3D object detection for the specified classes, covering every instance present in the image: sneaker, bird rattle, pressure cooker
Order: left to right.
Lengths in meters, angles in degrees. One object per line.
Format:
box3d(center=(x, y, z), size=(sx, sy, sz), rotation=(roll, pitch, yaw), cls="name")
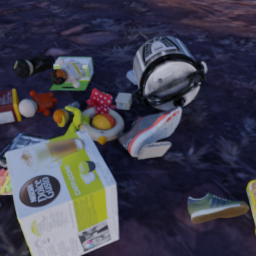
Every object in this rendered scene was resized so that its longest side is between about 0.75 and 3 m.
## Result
box3d(center=(-1.166, -0.253, 10.733), size=(2.167, 1.497, 2.658), rotation=(34, 35, 21), cls="bird rattle")
box3d(center=(0.810, -0.143, 10.250), size=(1.196, 1.126, 2.921), rotation=(33, 49, 31), cls="sneaker")
box3d(center=(1.669, -2.152, 11.667), size=(2.669, 2.628, 2.988), rotation=(13, 37, -19), cls="pressure cooker")
box3d(center=(2.448, 2.113, 7.836), size=(1.651, 0.554, 0.741), rotation=(-9, 43, -6), cls="sneaker")

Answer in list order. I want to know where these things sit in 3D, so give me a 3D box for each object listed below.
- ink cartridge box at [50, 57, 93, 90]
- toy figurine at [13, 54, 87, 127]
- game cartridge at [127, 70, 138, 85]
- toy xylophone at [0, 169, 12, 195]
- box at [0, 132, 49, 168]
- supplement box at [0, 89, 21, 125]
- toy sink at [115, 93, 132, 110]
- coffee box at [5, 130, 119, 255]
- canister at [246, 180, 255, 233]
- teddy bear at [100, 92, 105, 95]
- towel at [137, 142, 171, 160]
box3d(center=(-2.722, -2.648, 13.548), size=(1.725, 0.884, 2.334), rotation=(1, 31, 2), cls="ink cartridge box")
box3d(center=(-2.979, -1.466, 10.813), size=(2.507, 2.546, 1.771), rotation=(18, 29, 23), cls="toy figurine")
box3d(center=(0.929, -2.715, 14.279), size=(1.845, 0.373, 1.230), rotation=(-18, 38, -22), cls="game cartridge")
box3d(center=(-3.510, 1.548, 8.343), size=(1.456, 0.366, 1.066), rotation=(-15, 44, 21), cls="toy xylophone")
box3d(center=(-3.609, 0.808, 9.673), size=(1.180, 0.372, 1.496), rotation=(10, 37, 13), cls="box")
box3d(center=(-5.139, -0.829, 11.405), size=(1.284, 0.852, 1.266), rotation=(-12, 39, -16), cls="supplement box")
box3d(center=(-0.195, -1.092, 12.007), size=(0.571, 0.490, 0.875), rotation=(5, 30, 8), cls="toy sink")
box3d(center=(-1.626, 1.732, 7.028), size=(2.126, 2.150, 2.147), rotation=(-16, 41, -20), cls="coffee box")
box3d(center=(3.961, 2.245, 7.579), size=(1.218, 0.710, 1.640), rotation=(5, 37, 6), cls="canister")
box3d(center=(-1.359, -1.389, 12.634), size=(0.690, 0.318, 0.952), rotation=(4, 30, -6), cls="teddy bear")
box3d(center=(0.846, 0.750, 9.276), size=(1.068, 0.708, 0.184), rotation=(-3, 54, -30), cls="towel")
